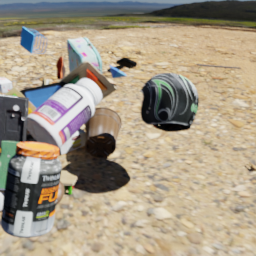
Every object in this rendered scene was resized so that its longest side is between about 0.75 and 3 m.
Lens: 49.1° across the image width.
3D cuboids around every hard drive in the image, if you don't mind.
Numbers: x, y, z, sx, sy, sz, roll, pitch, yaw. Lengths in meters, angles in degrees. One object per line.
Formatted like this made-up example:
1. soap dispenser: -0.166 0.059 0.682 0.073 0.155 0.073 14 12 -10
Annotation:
1. hard drive: -3.744 0.410 7.552 1.870 2.676 0.506 5 9 -11

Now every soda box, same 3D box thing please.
1. soda box: -5.171 -1.776 11.603 0.439 0.410 1.288 -15 25 -32

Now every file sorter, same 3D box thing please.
1. file sorter: -4.010 -3.685 11.887 0.680 0.770 1.109 -7 36 -44

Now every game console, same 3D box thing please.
1. game console: -3.024 -0.613 10.072 1.860 1.083 1.636 -11 47 5
2. game console: -0.393 -2.819 12.838 1.533 0.185 0.904 -11 -14 40

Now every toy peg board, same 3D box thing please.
1. toy peg board: -2.425 2.037 10.398 1.042 0.510 1.037 3 15 2
2. toy peg board: -3.647 -0.303 8.949 1.429 1.423 0.699 -45 22 -9

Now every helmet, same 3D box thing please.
1. helmet: 1.418 -0.948 9.840 2.070 1.974 2.070 3 -11 1

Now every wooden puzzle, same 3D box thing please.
1. wooden puzzle: -1.548 -1.496 10.476 1.857 2.753 0.322 33 36 -30

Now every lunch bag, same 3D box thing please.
1. lunch bag: -1.791 -2.318 11.397 0.975 2.529 2.028 -13 47 -21

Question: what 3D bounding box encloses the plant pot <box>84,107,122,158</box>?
1. plant pot: -1.170 0.278 12.264 1.738 1.738 1.721 0 37 0

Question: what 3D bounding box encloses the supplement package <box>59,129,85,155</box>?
1. supplement package: -2.622 0.543 12.575 1.299 0.739 0.711 -23 36 -33

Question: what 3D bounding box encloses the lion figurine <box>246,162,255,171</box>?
1. lion figurine: 5.230 1.609 11.274 0.809 0.293 0.495 -7 36 16

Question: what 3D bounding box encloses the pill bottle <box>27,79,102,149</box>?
1. pill bottle: -1.897 -0.516 8.751 1.314 1.314 2.359 19 51 30

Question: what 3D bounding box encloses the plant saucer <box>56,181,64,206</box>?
1. plant saucer: -2.750 2.225 9.663 1.081 0.198 1.081 -5 64 10

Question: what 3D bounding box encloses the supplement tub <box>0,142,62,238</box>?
1. supplement tub: -2.228 1.387 6.528 1.207 1.970 1.207 9 6 -1

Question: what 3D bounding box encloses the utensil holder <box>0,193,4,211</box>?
1. utensil holder: -4.466 1.784 9.332 1.922 1.922 2.261 14 30 23

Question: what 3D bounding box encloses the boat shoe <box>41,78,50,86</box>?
1. boat shoe: -3.260 -1.521 10.726 0.290 0.777 0.266 13 -8 40

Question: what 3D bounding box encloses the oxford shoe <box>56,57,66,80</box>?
1. oxford shoe: -3.486 -3.126 14.653 0.417 1.173 0.425 20 20 27
